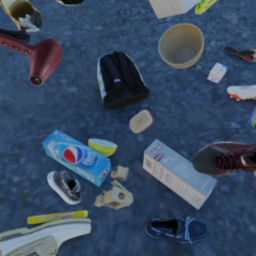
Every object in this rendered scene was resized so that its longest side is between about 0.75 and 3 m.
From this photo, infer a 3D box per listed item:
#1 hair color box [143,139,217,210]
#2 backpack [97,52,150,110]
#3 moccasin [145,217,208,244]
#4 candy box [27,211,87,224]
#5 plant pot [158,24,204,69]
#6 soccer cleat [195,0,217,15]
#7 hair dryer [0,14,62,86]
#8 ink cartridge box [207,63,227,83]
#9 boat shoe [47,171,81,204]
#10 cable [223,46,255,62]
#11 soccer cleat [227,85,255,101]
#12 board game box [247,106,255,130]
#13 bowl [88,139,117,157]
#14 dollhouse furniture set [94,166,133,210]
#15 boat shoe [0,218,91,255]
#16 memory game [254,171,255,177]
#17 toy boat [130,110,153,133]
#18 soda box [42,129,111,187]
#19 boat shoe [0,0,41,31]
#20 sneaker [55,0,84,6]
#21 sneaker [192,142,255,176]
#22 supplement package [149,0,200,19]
[{"bbox_3d":[1.501,1.414,8.615,2.189,1.084,0.664,35,61,23],"label":"hair color box"},{"bbox_3d":[-0.397,-1.882,10.879,1.841,1.735,2.257,-18,77,-11],"label":"backpack"},{"bbox_3d":[1.386,2.867,7.837,1.771,0.604,0.713,-3,53,-2],"label":"moccasin"},{"bbox_3d":[-1.967,2.538,7.971,1.552,0.793,0.205,-5,73,-5],"label":"candy box"},{"bbox_3d":[1.653,-2.318,8.424,1.297,0.871,1.297,-5,76,21],"label":"plant pot"},{"bbox_3d":[3.195,-4.852,10.095,0.794,1.899,0.614,29,19,-27],"label":"soccer cleat"},{"bbox_3d":[-2.972,-2.197,7.973,2.141,0.764,2.812,-22,61,-34],"label":"hair dryer"},{"bbox_3d":[3.784,-2.330,11.895,0.493,0.291,0.857,29,59,20],"label":"ink cartridge box"},{"bbox_3d":[-1.418,1.459,6.912,0.470,1.385,0.497,-15,47,12],"label":"boat shoe"},{"bbox_3d":[5.117,-3.291,12.699,1.593,0.401,0.774,11,69,23],"label":"cable"},{"bbox_3d":[4.824,-1.407,10.907,1.818,0.774,0.624,16,55,11],"label":"soccer cleat"},{"bbox_3d":[3.674,-0.733,6.622,0.407,1.979,1.974,24,15,4],"label":"board game box"},{"bbox_3d":[-0.900,0.747,9.402,0.960,0.960,0.517,14,97,10],"label":"bowl"},{"bbox_3d":[-0.287,1.487,6.782,0.540,0.971,0.858,26,58,-18],"label":"dollhouse furniture set"},{"bbox_3d":[-2.204,3.086,7.554,2.530,0.945,0.865,-13,60,-1],"label":"boat shoe"},{"bbox_3d":[4.639,1.200,9.402,1.384,0.088,1.384,0,53,1],"label":"memory game"},{"bbox_3d":[0.424,-0.154,8.168,0.759,0.496,0.495,-36,67,22],"label":"toy boat"},{"bbox_3d":[-1.681,0.954,9.158,2.245,0.762,0.720,27,58,18],"label":"soda box"},{"bbox_3d":[-3.686,-4.070,9.597,0.977,2.641,0.877,-39,98,-7],"label":"boat shoe"},{"bbox_3d":[-2.245,-4.569,9.492,2.174,0.794,1.216,5,32,-43],"label":"sneaker"},{"bbox_3d":[2.657,0.744,6.959,2.378,1.374,0.900,-13,83,25],"label":"sneaker"},{"bbox_3d":[1.489,-4.635,9.402,1.057,1.374,1.437,-43,29,-17],"label":"supplement package"}]
